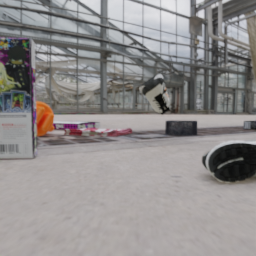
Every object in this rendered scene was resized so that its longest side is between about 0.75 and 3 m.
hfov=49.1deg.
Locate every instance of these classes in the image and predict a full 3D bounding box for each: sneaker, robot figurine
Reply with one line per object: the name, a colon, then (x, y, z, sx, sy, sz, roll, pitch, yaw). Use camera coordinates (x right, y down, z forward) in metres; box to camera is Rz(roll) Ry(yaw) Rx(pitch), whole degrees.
sneaker: (2.211, 0.473, 4.646, 2.029, 0.750, 0.804, -1, -1, -4)
robot figurine: (-4.188, -0.423, 11.983, 1.819, 1.475, 2.530, -11, 10, -42)
sneaker: (1.032, -1.056, 9.351, 0.856, 0.928, 2.321, -31, -15, 9)

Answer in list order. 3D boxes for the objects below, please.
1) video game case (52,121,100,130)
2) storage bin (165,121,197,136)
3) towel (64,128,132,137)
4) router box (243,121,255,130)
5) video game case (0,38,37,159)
video game case: (-3.071, -0.143, 15.420, 2.322, 0.416, 2.104, 2, 4, 25)
storage bin: (2.305, 0.000, 12.106, 1.316, 0.617, 0.890, 2, 4, 16)
towel: (-1.302, 0.144, 12.418, 2.547, 0.290, 1.834, 1, 3, 21)
router box: (7.377, -0.150, 15.183, 1.778, 0.464, 1.398, -3, 5, -35)
video game case: (-3.620, -0.638, 6.277, 2.987, 2.707, 0.535, -1, 4, -7)
